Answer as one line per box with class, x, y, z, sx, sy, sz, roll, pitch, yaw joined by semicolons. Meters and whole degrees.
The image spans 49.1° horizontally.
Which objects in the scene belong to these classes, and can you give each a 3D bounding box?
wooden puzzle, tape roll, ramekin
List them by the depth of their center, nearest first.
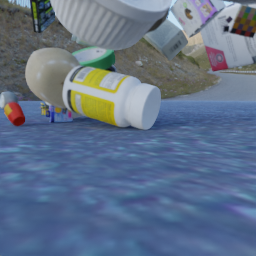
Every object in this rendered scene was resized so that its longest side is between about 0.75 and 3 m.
ramekin;-0.470;-2.869;6.004;2.514;2.514;1.319;-5;-28;-37
wooden puzzle;2.834;-2.534;6.690;1.121;0.665;0.079;6;34;-15
tape roll;-1.389;-2.468;10.200;1.832;0.440;1.832;-10;32;7

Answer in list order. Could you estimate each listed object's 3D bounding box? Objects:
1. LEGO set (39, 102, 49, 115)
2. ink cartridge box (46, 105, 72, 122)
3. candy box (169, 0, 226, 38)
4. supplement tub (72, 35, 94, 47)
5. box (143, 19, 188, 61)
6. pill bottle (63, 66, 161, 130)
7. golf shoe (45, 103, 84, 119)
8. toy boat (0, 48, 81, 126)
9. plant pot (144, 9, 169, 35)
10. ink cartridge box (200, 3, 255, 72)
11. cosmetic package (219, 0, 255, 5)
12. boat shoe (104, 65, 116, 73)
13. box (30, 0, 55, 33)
LEGO set;-3.238;-1.154;12.583;1.363;1.027;1.773;0;7;1
ink cartridge box;-2.123;-0.435;8.564;0.766;0.523;0.293;-3;3;-21
candy box;1.380;-2.424;5.672;0.327;0.767;0.914;-34;0;-29
supplement tub;-1.561;-3.652;11.007;1.167;0.846;0.846;12;3;-16
box;1.094;-3.448;10.062;0.793;0.969;2.040;32;19;-53
pill bottle;-0.411;-0.756;7.120;2.247;1.284;1.284;18;14;24
golf shoe;-1.843;-0.842;9.800;0.983;1.247;2.709;38;3;29
toy boat;-2.404;-1.145;7.690;1.150;2.474;2.079;50;-5;32
plant pot;-0.106;-3.239;8.009;2.014;1.748;2.014;31;-21;13
ink cartridge box;3.805;-3.065;8.871;2.604;1.885;1.098;-4;29;42
cosmetic package;2.016;-2.702;3.620;1.532;1.857;1.531;13;24;41
boat shoe;-1.323;-2.013;10.408;1.737;0.607;0.576;-1;20;8
box;-3.028;-4.254;9.977;0.314;1.275;1.320;10;43;6
